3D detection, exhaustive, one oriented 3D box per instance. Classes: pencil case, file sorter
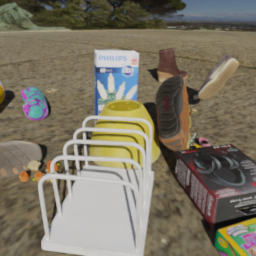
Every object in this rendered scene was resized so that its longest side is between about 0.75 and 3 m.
[{"bbox_3d":[-3.782,-1.026,11.237,0.924,0.851,2.000,15,15,-28],"label":"pencil case"},{"bbox_3d":[-0.467,1.011,5.791,1.835,1.647,2.644,3,25,9],"label":"file sorter"}]

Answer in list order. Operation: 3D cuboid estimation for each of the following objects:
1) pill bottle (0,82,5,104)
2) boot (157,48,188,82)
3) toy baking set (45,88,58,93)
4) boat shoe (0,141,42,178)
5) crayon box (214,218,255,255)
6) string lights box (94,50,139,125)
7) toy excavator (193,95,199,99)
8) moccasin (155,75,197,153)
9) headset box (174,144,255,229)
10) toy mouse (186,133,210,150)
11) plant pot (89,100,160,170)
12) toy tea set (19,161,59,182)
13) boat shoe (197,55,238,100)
[{"bbox_3d":[-5.775,-1.220,11.048,1.368,1.368,2.504,-2,24,-5],"label":"pill bottle"},{"bbox_3d":[2.560,-3.547,15.690,2.144,1.784,0.776,-14,28,-29],"label":"boot"},{"bbox_3d":[-3.860,-1.867,14.070,0.713,0.083,0.547,14,25,28],"label":"toy baking set"},{"bbox_3d":[-3.623,0.733,7.241,2.648,1.003,0.951,-7,24,-20],"label":"boat shoe"},{"bbox_3d":[2.386,2.058,4.939,1.434,0.418,0.851,-9,26,-19],"label":"crayon box"},{"bbox_3d":[-0.429,-1.198,9.314,1.346,2.620,0.773,-2,23,-11],"label":"string lights box"},{"bbox_3d":[3.446,-1.572,13.145,0.804,0.401,0.782,-10,24,10],"label":"toy excavator"},{"bbox_3d":[1.361,-0.467,7.848,0.953,1.005,2.605,-21,44,21],"label":"moccasin"},{"bbox_3d":[2.187,1.246,6.253,1.590,0.825,2.137,-6,24,-13],"label":"headset box"},{"bbox_3d":[2.069,0.482,8.653,1.226,0.237,1.090,4,25,7],"label":"toy mouse"},{"bbox_3d":[-0.124,0.039,8.067,2.087,1.482,2.087,-2,24,1],"label":"plant pot"},{"bbox_3d":[-2.253,1.157,7.184,1.020,0.377,0.606,1,54,-5],"label":"toy tea set"},{"bbox_3d":[3.307,-1.903,10.613,0.696,1.934,0.627,10,43,-31],"label":"boat shoe"}]
